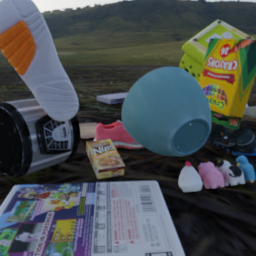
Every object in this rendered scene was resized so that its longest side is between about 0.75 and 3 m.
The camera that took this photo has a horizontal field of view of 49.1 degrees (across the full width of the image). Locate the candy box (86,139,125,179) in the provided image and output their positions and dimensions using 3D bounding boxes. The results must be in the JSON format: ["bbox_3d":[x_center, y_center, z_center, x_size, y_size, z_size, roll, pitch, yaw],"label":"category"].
[{"bbox_3d":[-0.484,0.609,5.697,0.543,0.260,0.941,-5,34,-21],"label":"candy box"}]

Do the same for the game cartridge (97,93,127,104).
[{"bbox_3d":[-0.436,-1.396,13.278,1.823,0.350,1.181,-12,16,-37],"label":"game cartridge"}]

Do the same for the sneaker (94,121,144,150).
[{"bbox_3d":[-0.084,0.158,6.978,1.566,0.679,0.577,-1,16,-8],"label":"sneaker"}]

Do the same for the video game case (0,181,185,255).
[{"bbox_3d":[-0.578,1.367,3.397,2.336,0.295,2.564,-1,17,-4],"label":"video game case"}]

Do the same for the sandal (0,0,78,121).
[{"bbox_3d":[-1.480,-1.028,4.510,0.774,2.019,0.579,-28,21,-14],"label":"sandal"}]

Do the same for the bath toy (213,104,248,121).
[{"bbox_3d":[2.900,-0.809,9.636,2.377,0.878,1.033,9,31,28],"label":"bath toy"}]

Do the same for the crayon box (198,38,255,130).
[{"bbox_3d":[2.631,-1.221,7.674,0.590,2.323,1.475,4,14,-29],"label":"crayon box"}]

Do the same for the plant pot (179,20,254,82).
[{"bbox_3d":[3.443,-2.601,10.839,2.306,2.103,2.317,-37,59,-11],"label":"plant pot"}]

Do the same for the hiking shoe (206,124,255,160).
[{"bbox_3d":[2.316,0.369,6.497,0.591,0.689,1.589,-39,17,-10],"label":"hiking shoe"}]

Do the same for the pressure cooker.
[{"bbox_3d":[-1.687,0.082,5.328,1.398,1.377,1.565,49,34,19],"label":"pressure cooker"}]

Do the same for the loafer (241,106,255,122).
[{"bbox_3d":[3.790,-0.394,8.502,1.263,0.397,0.454,10,59,33],"label":"loafer"}]

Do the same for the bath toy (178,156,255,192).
[{"bbox_3d":[1.519,0.801,4.970,1.405,0.519,0.611,-5,-11,-18],"label":"bath toy"}]

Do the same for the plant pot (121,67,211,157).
[{"bbox_3d":[0.826,-0.124,4.954,1.611,1.611,1.085,-7,34,-22],"label":"plant pot"}]

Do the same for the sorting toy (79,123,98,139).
[{"bbox_3d":[-1.302,0.123,8.003,1.330,0.196,0.983,-5,21,-29],"label":"sorting toy"}]
